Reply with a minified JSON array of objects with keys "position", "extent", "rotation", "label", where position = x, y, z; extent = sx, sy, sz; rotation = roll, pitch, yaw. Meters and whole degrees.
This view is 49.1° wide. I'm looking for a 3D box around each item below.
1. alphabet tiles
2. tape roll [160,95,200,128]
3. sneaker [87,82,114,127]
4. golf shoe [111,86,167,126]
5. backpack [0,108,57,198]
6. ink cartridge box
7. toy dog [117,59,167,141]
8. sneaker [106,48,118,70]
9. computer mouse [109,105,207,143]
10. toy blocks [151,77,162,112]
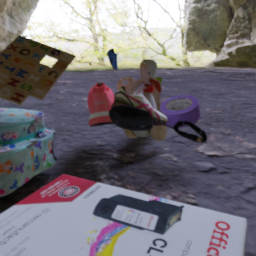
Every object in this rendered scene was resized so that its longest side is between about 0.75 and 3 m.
[{"position":[-2.553,-1.456,6.977],"extent":[1.729,0.078,2.068],"rotation":[21,55,6],"label":"alphabet tiles"},{"position":[1.571,-0.512,8.472],"extent":[1.168,0.496,1.168],"rotation":[-13,30,8],"label":"tape roll"},{"position":[-0.724,-0.809,8.885],"extent":[1.075,1.265,2.918],"rotation":[-7,7,-4],"label":"sneaker"},{"position":[0.380,-0.552,7.366],"extent":[1.580,0.727,0.573],"rotation":[23,-14,-16],"label":"golf shoe"},{"position":[-3.063,0.538,6.473],"extent":[2.194,1.861,2.471],"rotation":[4,22,16],"label":"backpack"},{"position":[-0.202,1.712,3.302],"extent":[2.850,1.180,2.077],"rotation":[8,18,24],"label":"ink cartridge box"},{"position":[0.387,-0.851,9.052],"extent":[1.842,2.793,1.345],"rotation":[-23,-15,25],"label":"toy dog"},{"position":[-0.560,-2.709,10.999],"extent":[0.356,0.908,0.299],"rotation":[-28,-16,29],"label":"sneaker"},{"position":[0.685,0.005,6.737],"extent":[2.454,0.719,0.418],"rotation":[14,52,7],"label":"computer mouse"},{"position":[0.869,-0.901,10.977],"extent":[0.976,1.953,1.335],"rotation":[5,-3,-4],"label":"toy blocks"}]
